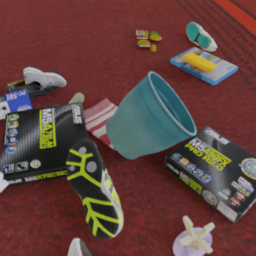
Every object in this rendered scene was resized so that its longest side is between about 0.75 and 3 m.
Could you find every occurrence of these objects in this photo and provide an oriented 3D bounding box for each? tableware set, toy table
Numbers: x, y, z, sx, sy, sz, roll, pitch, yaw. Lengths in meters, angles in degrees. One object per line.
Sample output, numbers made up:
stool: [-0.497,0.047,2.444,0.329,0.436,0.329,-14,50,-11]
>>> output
tableware set: [1.120,-4.672,14.997,1.350,0.308,2.004,-1,43,-5]
toy table: [1.647,2.762,6.942,1.087,0.637,0.999,-29,51,-28]

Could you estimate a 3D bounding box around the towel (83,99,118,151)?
towel: [-0.691,-0.202,10.321,1.608,0.254,2.232,-35,54,-30]

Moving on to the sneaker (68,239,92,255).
sneaker: [-0.709,3.469,6.293,0.877,0.826,2.143,3,38,-37]

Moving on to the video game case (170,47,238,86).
video game case: [3.550,-2.981,13.240,1.845,0.230,2.578,-32,52,-28]

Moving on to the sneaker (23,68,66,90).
sneaker: [-3.327,-1.816,11.173,1.722,0.644,0.706,9,73,-35]

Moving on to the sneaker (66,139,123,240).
sneaker: [-0.882,1.574,7.429,1.004,1.018,2.664,-21,71,7]

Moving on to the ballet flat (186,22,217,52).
ballet flat: [3.882,-4.728,14.819,0.875,0.875,2.440,-12,48,-12]

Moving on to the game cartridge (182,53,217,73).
game cartridge: [3.110,-2.828,12.151,1.302,0.240,1.477,31,30,14]

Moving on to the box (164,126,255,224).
box: [2.767,1.261,8.532,2.123,0.587,2.650,-31,52,-29]

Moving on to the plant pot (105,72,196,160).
plant pot: [0.541,-0.161,8.520,2.104,2.239,2.239,-36,40,22]

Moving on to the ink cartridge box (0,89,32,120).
ink cartridge box: [-4.596,-0.804,10.492,1.778,0.836,0.393,-19,9,-19]

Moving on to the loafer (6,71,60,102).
loafer: [-3.808,-1.832,11.537,0.915,0.908,2.513,26,49,26]

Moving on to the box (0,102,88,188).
box: [-2.677,0.430,9.252,2.702,0.665,2.798,-10,49,-6]

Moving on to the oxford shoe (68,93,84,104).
oxford shoe: [-2.188,-0.760,10.827,0.523,0.402,1.391,36,63,-4]

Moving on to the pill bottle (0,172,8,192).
pill bottle: [-3.840,1.294,7.522,1.169,0.660,0.660,44,50,-7]
